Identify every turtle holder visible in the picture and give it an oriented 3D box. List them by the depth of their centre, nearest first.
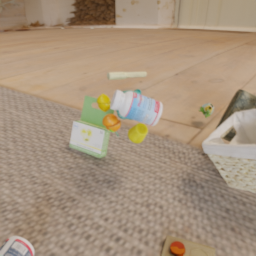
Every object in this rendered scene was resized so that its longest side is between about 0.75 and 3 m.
[{"bbox_3d":[3.326,-0.775,11.855,0.730,0.518,0.554,-2,53,-53],"label":"turtle holder"}]

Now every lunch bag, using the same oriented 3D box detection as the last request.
[{"bbox_3d":[4.120,-0.199,9.662,1.573,1.875,1.307,27,15,8],"label":"lunch bag"}]

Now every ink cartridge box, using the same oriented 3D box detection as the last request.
[{"bbox_3d":[-1.265,-0.070,9.793,1.392,1.913,0.459,16,13,26],"label":"ink cartridge box"}]

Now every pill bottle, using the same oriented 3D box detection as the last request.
[{"bbox_3d":[-2.442,2.795,5.531,0.674,0.674,1.127,7,28,14],"label":"pill bottle"},{"bbox_3d":[0.205,-0.549,7.388,1.271,0.691,0.691,18,24,-13],"label":"pill bottle"}]

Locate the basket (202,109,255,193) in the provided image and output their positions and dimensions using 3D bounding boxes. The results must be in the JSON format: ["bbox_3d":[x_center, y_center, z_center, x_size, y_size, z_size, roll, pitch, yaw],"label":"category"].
[{"bbox_3d":[3.750,0.640,7.353,1.903,1.732,2.808,-37,15,-24],"label":"basket"}]

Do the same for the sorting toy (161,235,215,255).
[{"bbox_3d":[1.483,2.871,5.878,1.614,0.216,1.202,9,28,18],"label":"sorting toy"}]

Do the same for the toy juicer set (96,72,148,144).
[{"bbox_3d":[-0.210,-0.780,8.427,1.568,0.671,2.464,12,60,-19],"label":"toy juicer set"}]
